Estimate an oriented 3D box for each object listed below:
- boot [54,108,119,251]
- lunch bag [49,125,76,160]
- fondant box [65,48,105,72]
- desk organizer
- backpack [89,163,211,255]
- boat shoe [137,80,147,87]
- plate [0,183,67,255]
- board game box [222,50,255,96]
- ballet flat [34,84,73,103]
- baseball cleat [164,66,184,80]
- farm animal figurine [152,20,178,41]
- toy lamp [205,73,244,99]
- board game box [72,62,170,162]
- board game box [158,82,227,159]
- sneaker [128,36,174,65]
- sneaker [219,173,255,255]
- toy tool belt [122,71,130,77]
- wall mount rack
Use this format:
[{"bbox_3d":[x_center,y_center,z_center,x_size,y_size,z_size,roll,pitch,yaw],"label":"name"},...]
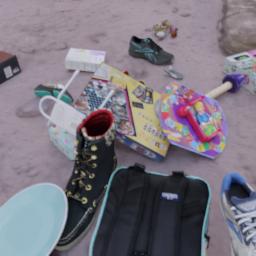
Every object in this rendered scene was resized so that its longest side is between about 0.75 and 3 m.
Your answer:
[{"bbox_3d":[-1.040,1.063,6.299,1.006,2.105,2.787,19,47,16],"label":"boot"},{"bbox_3d":[-1.628,0.240,8.367,1.111,0.534,1.386,-31,51,-29],"label":"lunch bag"},{"bbox_3d":[-1.737,-2.801,11.587,1.515,0.441,1.093,7,41,-3],"label":"fondant box"},{"bbox_3d":[-5.319,-2.084,10.688,0.861,0.802,2.237,22,47,25],"label":"desk organizer"},{"bbox_3d":[0.404,2.151,5.327,2.122,1.851,2.414,10,38,9],"label":"backpack"},{"bbox_3d":[0.269,-0.625,9.092,0.849,0.768,2.382,3,46,3],"label":"boat shoe"},{"bbox_3d":[-2.191,2.181,5.912,2.258,0.289,2.258,-19,39,16],"label":"plate"},{"bbox_3d":[5.024,-2.109,10.784,1.616,0.704,2.190,-19,47,-19],"label":"board game box"},{"bbox_3d":[-2.601,-1.309,9.981,1.595,0.542,0.545,14,59,14],"label":"ballet flat"},{"bbox_3d":[1.781,-2.190,11.038,0.863,0.459,0.301,17,59,25],"label":"baseball cleat"},{"bbox_3d":[1.809,-4.965,13.838,1.326,0.699,1.341,-15,45,-16],"label":"farm animal figurine"},{"bbox_3d":[3.193,-1.310,9.918,2.509,0.730,0.730,-27,49,-27],"label":"toy lamp"},{"bbox_3d":[0.032,-0.493,8.121,2.823,0.488,1.912,29,58,-5],"label":"board game box"},{"bbox_3d":[2.025,-0.294,7.887,2.485,0.484,1.963,20,63,-21],"label":"board game box"},{"bbox_3d":[0.958,-3.308,11.967,2.152,0.853,0.811,20,45,18],"label":"sneaker"},{"bbox_3d":[2.008,1.607,4.681,0.845,0.934,2.194,-15,30,3],"label":"sneaker"},{"bbox_3d":[-0.428,-1.671,10.202,1.007,0.629,0.619,-56,30,-1],"label":"toy tool belt"},{"bbox_3d":[-1.311,-0.511,7.469,1.923,1.671,0.717,30,20,6],"label":"wall mount rack"}]
